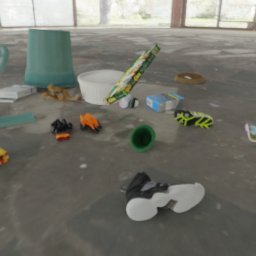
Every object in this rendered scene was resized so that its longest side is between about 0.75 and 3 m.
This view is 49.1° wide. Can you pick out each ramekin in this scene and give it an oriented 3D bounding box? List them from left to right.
[{"bbox_3d":[-1.213,-2.004,13.787,2.479,1.154,2.479,0,26,0],"label":"ramekin"}]

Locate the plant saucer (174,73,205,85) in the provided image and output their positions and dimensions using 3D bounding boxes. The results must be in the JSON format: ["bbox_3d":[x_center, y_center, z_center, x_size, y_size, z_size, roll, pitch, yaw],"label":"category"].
[{"bbox_3d":[3.709,-2.999,16.945,1.858,0.274,1.858,0,26,0],"label":"plant saucer"}]

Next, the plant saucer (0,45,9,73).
[{"bbox_3d":[-3.926,-1.850,7.862,1.293,0.177,1.293,-10,62,19],"label":"plant saucer"}]

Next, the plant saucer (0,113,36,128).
[{"bbox_3d":[-4.833,-0.283,11.308,2.056,0.195,0.719,-13,28,-23],"label":"plant saucer"}]

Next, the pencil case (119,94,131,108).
[{"bbox_3d":[-0.116,-1.276,13.090,0.402,0.439,0.967,20,29,4],"label":"pencil case"}]

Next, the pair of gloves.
[{"bbox_3d":[-2.016,-0.042,10.754,1.865,0.231,1.662,-13,29,-20],"label":"pair of gloves"}]

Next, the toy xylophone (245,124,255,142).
[{"bbox_3d":[4.986,0.306,9.765,1.696,0.426,1.241,3,26,7],"label":"toy xylophone"}]

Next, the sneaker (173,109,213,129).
[{"bbox_3d":[2.576,-0.370,11.144,1.568,0.591,0.599,19,22,14],"label":"sneaker"}]

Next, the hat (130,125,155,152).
[{"bbox_3d":[0.654,0.455,9.791,0.908,0.964,1.096,0,66,24],"label":"hat"}]

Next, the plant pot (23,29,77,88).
[{"bbox_3d":[-4.281,-3.896,15.405,2.937,2.877,2.937,3,18,-1],"label":"plant pot"}]

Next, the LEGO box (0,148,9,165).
[{"bbox_3d":[-4.160,0.882,8.706,0.753,0.291,0.561,20,32,36],"label":"LEGO box"}]

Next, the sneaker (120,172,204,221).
[{"bbox_3d":[0.790,1.503,6.843,1.975,0.745,1.124,-10,29,-15],"label":"sneaker"}]

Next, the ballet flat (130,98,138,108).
[{"bbox_3d":[0.309,-1.188,13.048,0.347,0.345,1.014,10,26,2],"label":"ballet flat"}]

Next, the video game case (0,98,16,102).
[{"bbox_3d":[-5.974,-1.445,13.829,0.922,0.108,0.838,1,25,2],"label":"video game case"}]

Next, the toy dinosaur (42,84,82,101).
[{"bbox_3d":[-3.512,-1.678,13.841,2.861,0.864,1.519,24,8,35],"label":"toy dinosaur"}]

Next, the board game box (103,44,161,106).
[{"bbox_3d":[0.136,-1.683,8.872,1.190,0.266,2.271,-23,28,55],"label":"board game box"}]

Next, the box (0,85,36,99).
[{"bbox_3d":[-5.665,-1.841,14.159,1.318,0.348,1.691,4,18,13],"label":"box"}]

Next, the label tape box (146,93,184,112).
[{"bbox_3d":[1.708,-1.213,12.939,1.442,0.477,1.033,-11,28,-27],"label":"label tape box"}]
